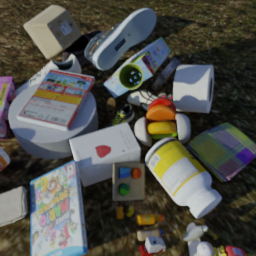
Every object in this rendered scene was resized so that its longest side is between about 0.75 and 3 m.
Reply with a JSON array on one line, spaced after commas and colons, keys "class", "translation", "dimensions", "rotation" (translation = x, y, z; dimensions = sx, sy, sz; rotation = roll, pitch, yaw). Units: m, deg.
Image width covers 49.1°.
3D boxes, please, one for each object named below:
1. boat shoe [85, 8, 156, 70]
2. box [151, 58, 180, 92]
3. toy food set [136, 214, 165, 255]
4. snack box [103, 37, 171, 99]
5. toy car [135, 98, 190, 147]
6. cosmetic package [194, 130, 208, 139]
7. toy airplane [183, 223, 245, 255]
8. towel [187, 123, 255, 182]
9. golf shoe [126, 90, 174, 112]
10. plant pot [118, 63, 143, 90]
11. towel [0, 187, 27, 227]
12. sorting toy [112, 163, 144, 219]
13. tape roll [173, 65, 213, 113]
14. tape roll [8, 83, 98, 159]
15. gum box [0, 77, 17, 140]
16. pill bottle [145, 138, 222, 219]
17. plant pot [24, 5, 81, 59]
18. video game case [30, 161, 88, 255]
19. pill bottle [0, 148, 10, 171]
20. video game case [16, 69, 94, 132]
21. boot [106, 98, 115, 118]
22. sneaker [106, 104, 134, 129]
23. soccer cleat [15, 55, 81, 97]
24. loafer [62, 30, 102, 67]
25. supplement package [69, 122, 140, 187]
[{"class": "boat shoe", "translation": [-0.330, -3.029, 9.150], "dimensions": [2.567, 0.908, 1.165], "rotation": [-42, 43, -5]}, {"class": "box", "translation": [1.498, -2.131, 11.269], "dimensions": [0.296, 0.969, 1.224], "rotation": [38, 59, 3]}, {"class": "toy food set", "translation": [0.742, 2.996, 7.190], "dimensions": [0.720, 0.764, 1.600], "rotation": [0, 28, -18]}, {"class": "snack box", "translation": [0.380, -2.281, 10.524], "dimensions": [0.772, 1.925, 2.282], "rotation": [53, 39, -14]}, {"class": "toy car", "translation": [1.115, -0.207, 9.071], "dimensions": [1.680, 1.920, 1.440], "rotation": [-6, 77, 11]}, {"class": "cosmetic package", "translation": [2.787, 0.723, 9.304], "dimensions": [0.686, 0.493, 1.216], "rotation": [-25, 54, -19]}, {"class": "toy airplane", "translation": [1.784, 3.192, 6.786], "dimensions": [1.647, 1.162, 1.640], "rotation": [20, 47, 41]}, {"class": "towel", "translation": [3.093, 0.670, 8.963], "dimensions": [2.274, 0.259, 1.633], "rotation": [-25, 58, -35]}, {"class": "golf shoe", "translation": [0.807, -0.921, 10.509], "dimensions": [1.861, 0.718, 0.820], "rotation": [7, 63, 9]}, {"class": "plant pot", "translation": [0.151, -1.506, 8.336], "dimensions": [0.752, 0.752, 0.715], "rotation": [14, 9, 11]}, {"class": "towel", "translation": [-3.520, 2.287, 7.968], "dimensions": [1.381, 0.238, 0.915], "rotation": [-19, 57, 5]}, {"class": "sorting toy", "translation": [0.055, 1.806, 8.132], "dimensions": [1.166, 0.210, 1.566], "rotation": [7, 78, -34]}, {"class": "tape roll", "translation": [2.388, -1.406, 10.101], "dimensions": [1.168, 1.700, 1.700], "rotation": [7, 50, 22]}, {"class": "tape roll", "translation": [-2.567, -0.385, 9.877], "dimensions": [2.959, 0.978, 2.959], "rotation": [0, 51, -1]}, {"class": "gum box", "translation": [-5.062, -0.673, 10.175], "dimensions": [1.476, 0.860, 2.600], "rotation": [-3, 51, -2]}, {"class": "pill bottle", "translation": [1.600, 1.442, 8.216], "dimensions": [1.266, 1.266, 2.261], "rotation": [-27, 56, -20]}, {"class": "plant pot", "translation": [-2.937, -3.987, 11.551], "dimensions": [1.663, 1.661, 1.472], "rotation": [-46, 34, -20]}, {"class": "video game case", "translation": [-1.941, 2.287, 7.503], "dimensions": [1.736, 0.216, 2.426], "rotation": [-26, 56, 20]}, {"class": "pill bottle", "translation": [-4.798, 1.352, 8.158], "dimensions": [1.314, 1.314, 2.342], "rotation": [30, 59, 22]}, {"class": "video game case", "translation": [-2.412, -1.046, 9.637], "dimensions": [1.783, 0.218, 2.494], "rotation": [13, 52, 10]}, {"class": "boot", "translation": [-0.593, -0.829, 10.203], "dimensions": [0.303, 0.789, 0.613], "rotation": [-2, 32, 4]}, {"class": "sneaker", "translation": [-0.340, -0.300, 10.016], "dimensions": [0.562, 0.639, 1.510], "rotation": [27, 58, 20]}, {"class": "soccer cleat", "translation": [-3.162, -1.994, 11.024], "dimensions": [2.820, 1.201, 0.968], "rotation": [-27, 56, -20]}, {"class": "loafer", "translation": [-1.951, -3.687, 12.565], "dimensions": [1.037, 0.908, 2.884], "rotation": [22, 55, 18]}, {"class": "supplement package", "translation": [-0.710, 0.828, 8.789], "dimensions": [1.911, 1.144, 1.159], "rotation": [-18, 54, -13]}]
